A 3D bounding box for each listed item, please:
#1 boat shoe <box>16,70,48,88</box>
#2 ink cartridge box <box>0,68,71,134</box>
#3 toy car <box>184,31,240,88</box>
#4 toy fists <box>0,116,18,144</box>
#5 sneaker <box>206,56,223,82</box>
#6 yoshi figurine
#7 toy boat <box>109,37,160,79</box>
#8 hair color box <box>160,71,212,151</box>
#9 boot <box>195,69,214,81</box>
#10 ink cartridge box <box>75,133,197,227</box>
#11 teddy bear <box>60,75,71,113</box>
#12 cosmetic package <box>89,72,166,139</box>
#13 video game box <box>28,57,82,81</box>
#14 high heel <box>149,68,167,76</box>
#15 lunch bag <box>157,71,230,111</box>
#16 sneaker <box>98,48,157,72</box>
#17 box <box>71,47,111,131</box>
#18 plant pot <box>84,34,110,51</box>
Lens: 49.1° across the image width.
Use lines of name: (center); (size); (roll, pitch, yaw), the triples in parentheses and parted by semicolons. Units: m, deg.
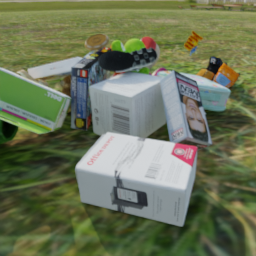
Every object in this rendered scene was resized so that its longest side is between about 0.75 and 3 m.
boat shoe: (-2.989, -1.321, 9.520); (0.683, 1.853, 0.641); (10, 58, 42)
ink cartridge box: (-2.793, -0.763, 7.364); (2.157, 1.105, 2.918); (23, 1, -6)
toy car: (3.388, -2.641, 11.827); (2.937, 0.977, 1.441); (40, 6, -4)
toy fists: (-3.945, 0.377, 7.237); (1.289, 0.869, 2.528); (-13, 29, 9)
sneaker: (3.749, -2.696, 12.879); (0.713, 1.092, 1.951); (17, 32, 32)
yoshi figurine: (0.380, -2.059, 9.912); (1.410, 2.508, 1.404); (-11, 23, 48)
toy boat: (-0.013, -2.812, 11.403); (2.644, 1.728, 1.725); (-48, 17, -18)
hair color box: (1.546, -0.459, 7.663); (1.007, 0.617, 2.035); (15, 58, -36)
boot: (2.935, -2.146, 12.070); (1.327, 0.467, 0.950); (24, 73, 29)
ink cartridge box: (0.241, 0.992, 6.084); (2.238, 0.933, 1.626); (8, 29, 19)
teddy bear: (-2.183, -1.206, 9.900); (0.449, 1.346, 0.976); (-5, -1, -2)
cosmetic package: (0.066, -0.668, 8.547); (1.567, 1.565, 1.899); (18, 32, 32)
video game box: (-2.331, -2.077, 10.041); (1.868, 0.437, 1.702); (-11, 9, 10)
high heel: (1.428, -2.202, 12.723); (0.960, 0.674, 2.002); (53, 32, 15)
lunch bag: (2.199, -1.283, 9.917); (2.443, 0.942, 1.959); (4, 23, -20)
sneaker: (-0.062, -2.057, 8.962); (1.874, 0.694, 0.829); (-9, -6, -16)
box: (-1.202, -1.463, 9.561); (0.583, 2.001, 2.922); (10, 29, 6)
plant pot: (-1.087, -3.000, 9.687); (0.907, 0.125, 0.907); (-7, 51, 9)
